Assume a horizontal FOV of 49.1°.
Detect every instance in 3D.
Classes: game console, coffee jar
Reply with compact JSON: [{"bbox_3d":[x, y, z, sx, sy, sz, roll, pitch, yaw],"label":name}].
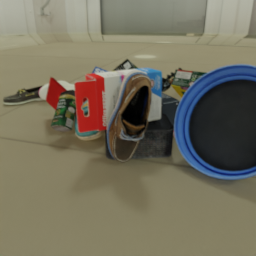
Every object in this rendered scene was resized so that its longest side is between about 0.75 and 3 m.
[{"bbox_3d":[-2.225,-1.131,10.349,1.304,1.513,0.898,-9,65,-28],"label":"game console"},{"bbox_3d":[-1.991,-0.559,8.980,0.690,1.323,0.564,-10,-29,42],"label":"coffee jar"}]

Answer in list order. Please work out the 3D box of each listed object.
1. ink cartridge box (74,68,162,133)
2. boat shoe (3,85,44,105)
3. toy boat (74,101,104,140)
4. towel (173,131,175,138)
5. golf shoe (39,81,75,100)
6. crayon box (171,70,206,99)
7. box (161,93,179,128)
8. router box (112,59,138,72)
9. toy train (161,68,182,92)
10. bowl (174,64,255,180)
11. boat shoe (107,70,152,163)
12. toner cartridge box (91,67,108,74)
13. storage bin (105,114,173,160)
[{"bbox_3d":[-0.326,-0.802,7.722,2.462,1.431,0.828,-10,23,-23],"label":"ink cartridge box"},{"bbox_3d":[-4.581,-1.493,12.579,2.054,0.618,0.732,-16,28,-32],"label":"boat shoe"},{"bbox_3d":[-0.883,-0.462,8.938,1.883,0.875,1.583,-14,51,11],"label":"toy boat"},{"bbox_3d":[1.841,0.293,9.100,0.651,0.133,0.889,-3,24,-5],"label":"towel"},{"bbox_3d":[-2.665,-1.463,12.168,2.557,0.963,1.170,-1,27,0],"label":"golf shoe"},{"bbox_3d":[3.103,-1.169,10.007,2.493,0.727,2.151,16,-10,35],"label":"crayon box"},{"bbox_3d":[1.103,-0.654,10.096,0.744,1.031,1.389,-12,27,-28],"label":"box"},{"bbox_3d":[-0.044,-1.585,10.374,0.579,1.397,1.864,61,17,24],"label":"router box"},{"bbox_3d":[2.080,-2.254,13.171,0.616,0.458,2.688,45,42,8],"label":"toy train"},{"bbox_3d":[2.581,-0.144,7.056,2.903,2.903,0.570,20,-1,39],"label":"bowl"},{"bbox_3d":[0.011,-0.120,6.904,0.898,2.486,0.900,4,25,-13],"label":"boat shoe"},{"bbox_3d":[-0.797,-2.012,12.766,1.945,0.420,0.924,22,62,3],"label":"toner cartridge box"},{"bbox_3d":[0.278,0.212,8.333,1.935,0.907,1.308,-1,24,-5],"label":"storage bin"}]
